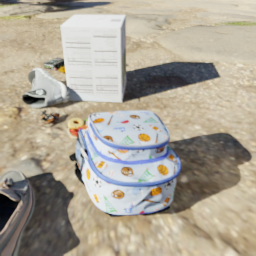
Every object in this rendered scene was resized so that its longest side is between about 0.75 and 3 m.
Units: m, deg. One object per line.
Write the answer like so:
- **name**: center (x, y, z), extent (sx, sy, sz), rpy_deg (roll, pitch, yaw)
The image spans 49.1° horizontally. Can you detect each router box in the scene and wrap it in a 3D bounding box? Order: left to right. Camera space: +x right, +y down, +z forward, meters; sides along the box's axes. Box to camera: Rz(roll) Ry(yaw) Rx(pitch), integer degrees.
- **router box**: center (-3.829, -3.392, 14.815), extent (0.782, 0.324, 1.043), rpy_deg (16, 35, 23)

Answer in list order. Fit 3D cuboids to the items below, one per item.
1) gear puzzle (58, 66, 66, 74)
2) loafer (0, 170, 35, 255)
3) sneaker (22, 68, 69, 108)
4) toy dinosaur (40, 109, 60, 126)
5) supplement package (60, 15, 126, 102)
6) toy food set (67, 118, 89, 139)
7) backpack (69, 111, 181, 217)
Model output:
- **gear puzzle**: center (-2.118, -3.186, 14.521), extent (2.995, 0.392, 1.551), rpy_deg (-21, 40, -24)
- **loafer**: center (-2.690, 1.803, 6.028), extent (1.066, 0.932, 2.964), rpy_deg (-4, 33, -7)
- **sneaker**: center (-3.762, -1.593, 11.378), extent (2.709, 1.016, 1.564), rpy_deg (28, 44, 35)
- **toy dinosaur**: center (-2.793, -0.353, 9.976), extent (0.596, 0.449, 0.879), rpy_deg (25, 15, 8)
- **supplement package**: center (-1.250, -2.891, 11.532), extent (2.236, 2.968, 2.253), rpy_deg (2, 32, 4)
- **toy food set**: center (-1.495, 0.005, 9.492), extent (1.118, 0.275, 1.130), rpy_deg (-3, 32, -5)
- **backpack**: center (0.044, 0.788, 6.699), extent (2.640, 2.033, 2.514), rpy_deg (-8, 39, -16)
